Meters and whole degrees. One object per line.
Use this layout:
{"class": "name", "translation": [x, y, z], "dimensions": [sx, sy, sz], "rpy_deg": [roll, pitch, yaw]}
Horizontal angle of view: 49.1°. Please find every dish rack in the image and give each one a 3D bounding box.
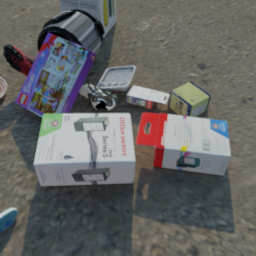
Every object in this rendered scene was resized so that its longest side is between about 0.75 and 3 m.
{"class": "dish rack", "translation": [-0.435, -1.975, 11.509], "dimensions": [1.394, 0.354, 1.624], "rpy_deg": [-1, 42, 20]}

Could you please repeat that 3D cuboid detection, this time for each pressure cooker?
{"class": "pressure cooker", "translation": [-2.389, -3.803, 12.224], "dimensions": [2.300, 2.336, 2.616], "rpy_deg": [27, 50, 2]}

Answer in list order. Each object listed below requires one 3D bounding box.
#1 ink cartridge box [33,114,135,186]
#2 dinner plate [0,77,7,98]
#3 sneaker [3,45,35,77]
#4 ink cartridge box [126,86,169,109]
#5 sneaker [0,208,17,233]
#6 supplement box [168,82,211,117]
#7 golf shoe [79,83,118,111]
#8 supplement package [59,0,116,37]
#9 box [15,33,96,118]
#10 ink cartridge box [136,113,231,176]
{"class": "ink cartridge box", "translation": [-1.236, 0.617, 8.575], "dimensions": [2.776, 1.166, 2.020], "rpy_deg": [-1, 47, -5]}
{"class": "dinner plate", "translation": [-6.003, -1.408, 11.272], "dimensions": [2.209, 0.268, 2.209], "rpy_deg": [-1, 46, 1]}
{"class": "sneaker", "translation": [-4.103, -2.590, 11.538], "dimensions": [2.178, 0.770, 1.064], "rpy_deg": [42, 26, -15]}
{"class": "ink cartridge box", "translation": [0.769, -1.140, 10.847], "dimensions": [1.539, 0.387, 0.838], "rpy_deg": [16, 38, 12]}
{"class": "sneaker", "translation": [-3.674, 2.449, 7.367], "dimensions": [0.862, 0.525, 1.320], "rpy_deg": [23, 42, 29]}
{"class": "supplement box", "translation": [2.286, -1.013, 10.555], "dimensions": [1.088, 0.731, 1.089], "rpy_deg": [-27, 52, -24]}
{"class": "golf shoe", "translation": [-1.274, -1.162, 10.750], "dimensions": [1.737, 0.675, 0.821], "rpy_deg": [20, 49, 20]}
{"class": "supplement package", "translation": [-2.029, -6.599, 14.394], "dimensions": [2.244, 2.979, 2.261], "rpy_deg": [14, 47, 13]}
{"class": "box", "translation": [-2.642, -1.763, 10.159], "dimensions": [1.975, 0.564, 2.886], "rpy_deg": [27, 92, 19]}
{"class": "ink cartridge box", "translation": [1.700, 0.457, 8.951], "dimensions": [2.764, 0.930, 1.606], "rpy_deg": [7, 44, 7]}
